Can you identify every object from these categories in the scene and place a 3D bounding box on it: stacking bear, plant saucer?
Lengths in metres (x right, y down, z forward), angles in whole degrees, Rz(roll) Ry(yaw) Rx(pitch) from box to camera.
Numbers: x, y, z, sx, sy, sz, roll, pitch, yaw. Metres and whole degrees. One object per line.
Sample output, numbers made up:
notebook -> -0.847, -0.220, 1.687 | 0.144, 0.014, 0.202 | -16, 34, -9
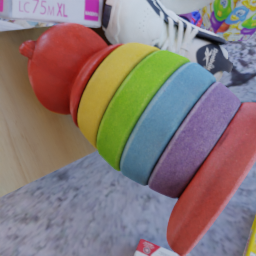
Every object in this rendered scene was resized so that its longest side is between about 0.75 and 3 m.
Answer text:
stacking bear -> -0.002, -0.272, 3.459 | 2.910, 1.655, 1.767 | 33, 33, 15
plant saucer -> -0.223, -2.181, 5.736 | 2.343, 2.343, 0.403 | -28, 71, -20

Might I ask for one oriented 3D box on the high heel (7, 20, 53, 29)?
high heel -> -3.876, -3.474, 10.375 | 1.003, 1.428, 2.977 | 42, 37, -15

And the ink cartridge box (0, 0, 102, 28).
ink cartridge box -> -2.015, -2.013, 4.215 | 2.835, 0.595, 1.692 | 17, 22, 26

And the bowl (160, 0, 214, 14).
bowl -> 1.464, -3.718, 6.698 | 1.887, 1.887, 0.848 | -10, 72, -8

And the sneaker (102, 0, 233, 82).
sneaker -> 0.941, -1.528, 5.100 | 1.914, 2.941, 1.174 | 26, 91, 24

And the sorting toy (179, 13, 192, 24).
sorting toy -> 0.978, -4.083, 10.641 | 2.865, 0.994, 0.987 | 25, 78, 30

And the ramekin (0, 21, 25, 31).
ramekin -> -3.305, -1.254, 7.070 | 1.570, 2.992, 2.992 | -15, 48, -45

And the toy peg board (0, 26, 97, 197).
toy peg board -> -1.767, -0.266, 4.387 | 2.147, 1.054, 2.156 | -25, 93, -39

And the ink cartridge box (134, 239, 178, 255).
ink cartridge box -> 0.402, 2.852, 5.274 | 0.832, 0.483, 1.153 | 19, 53, 14

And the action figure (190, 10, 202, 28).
action figure -> 2.540, -4.333, 10.997 | 0.905, 0.715, 2.765 | 27, 59, 17

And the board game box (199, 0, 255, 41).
board game box -> 3.167, -3.687, 7.297 | 1.361, 2.642, 1.385 | -5, 68, -19

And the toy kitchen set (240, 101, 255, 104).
toy kitchen set -> 1.164, -0.383, 4.178 | 2.108, 1.689, 1.242 | 3, 95, 8

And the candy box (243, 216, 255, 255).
candy box -> 2.802, 3.032, 5.188 | 1.510, 0.390, 2.954 | 24, 55, 21

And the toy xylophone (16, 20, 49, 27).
toy xylophone -> -3.264, -4.076, 7.679 | 2.835, 2.076, 0.712 | 16, 23, -34
